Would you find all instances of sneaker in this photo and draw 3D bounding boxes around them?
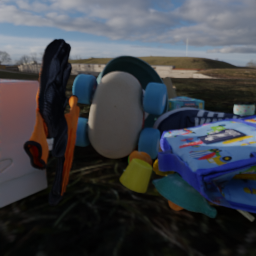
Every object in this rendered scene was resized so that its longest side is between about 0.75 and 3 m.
[{"bbox_3d":[2.148,0.096,6.789,2.864,1.004,1.554,0,11,-15],"label":"sneaker"}]

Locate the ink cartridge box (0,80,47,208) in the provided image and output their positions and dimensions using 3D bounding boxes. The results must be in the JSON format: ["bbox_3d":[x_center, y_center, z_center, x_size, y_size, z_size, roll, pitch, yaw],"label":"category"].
[{"bbox_3d":[-2.882,0.155,4.530,2.583,1.868,1.877,8,15,33],"label":"ink cartridge box"}]

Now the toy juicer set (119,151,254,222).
[{"bbox_3d":[0.768,0.922,4.286,1.887,0.514,1.201,23,8,-6],"label":"toy juicer set"}]

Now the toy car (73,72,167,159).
[{"bbox_3d":[-0.040,-0.335,6.947,2.007,1.926,2.177,9,8,15],"label":"toy car"}]

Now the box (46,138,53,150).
[{"bbox_3d":[-2.710,0.249,7.605,1.436,0.362,1.990,-5,13,-23],"label":"box"}]

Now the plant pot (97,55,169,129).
[{"bbox_3d":[-0.145,-0.835,8.773,2.360,2.360,1.581,-9,-11,-35],"label":"plant pot"}]

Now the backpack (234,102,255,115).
[{"bbox_3d":[4.509,-0.676,10.871,0.794,0.693,0.904,4,2,25],"label":"backpack"}]

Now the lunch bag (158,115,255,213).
[{"bbox_3d":[1.843,0.495,4.245,2.850,1.341,2.146,-2,13,-5],"label":"lunch bag"}]

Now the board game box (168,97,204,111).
[{"bbox_3d":[2.474,-1.159,13.527,1.504,0.467,1.992,-4,13,-16],"label":"board game box"}]

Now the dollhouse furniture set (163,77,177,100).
[{"bbox_3d":[1.143,-2.101,14.140,2.204,1.262,2.585,-17,19,8],"label":"dollhouse furniture set"}]

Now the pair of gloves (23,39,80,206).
[{"bbox_3d":[-1.036,-0.046,4.133,0.274,2.214,1.973,3,56,-1],"label":"pair of gloves"}]
